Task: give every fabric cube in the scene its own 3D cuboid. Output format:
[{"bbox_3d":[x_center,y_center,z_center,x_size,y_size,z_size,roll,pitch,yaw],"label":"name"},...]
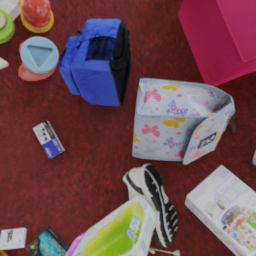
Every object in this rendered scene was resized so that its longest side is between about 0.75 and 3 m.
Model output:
[{"bbox_3d":[3.589,-3.306,8.367,2.998,2.989,2.941,-20,85,-2],"label":"fabric cube"}]

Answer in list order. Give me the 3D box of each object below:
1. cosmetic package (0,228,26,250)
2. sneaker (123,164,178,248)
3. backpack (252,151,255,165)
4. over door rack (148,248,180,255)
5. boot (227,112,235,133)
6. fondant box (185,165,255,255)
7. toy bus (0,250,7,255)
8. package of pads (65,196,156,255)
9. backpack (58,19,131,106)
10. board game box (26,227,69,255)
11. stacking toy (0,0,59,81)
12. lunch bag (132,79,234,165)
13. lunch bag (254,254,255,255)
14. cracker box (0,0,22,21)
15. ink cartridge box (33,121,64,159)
[{"bbox_3d":[-3.726,3.593,9.059,0.765,0.198,0.577,-6,57,-1],"label":"cosmetic package"},{"bbox_3d":[0.733,2.496,9.013,1.120,1.032,2.801,-15,96,40],"label":"sneaker"},{"bbox_3d":[4.335,1.014,8.957,0.643,0.795,0.835,20,64,35],"label":"backpack"},{"bbox_3d":[0.920,4.440,8.968,1.471,0.490,1.087,8,86,0],"label":"over door rack"},{"bbox_3d":[3.145,-0.174,9.462,0.882,0.283,0.822,-5,110,14],"label":"boot"},{"bbox_3d":[3.102,2.469,8.344,1.665,0.672,2.308,-34,57,-21],"label":"fondant box"},{"bbox_3d":[-4.194,4.277,8.921,1.160,0.599,1.095,-9,85,0],"label":"toy bus"},{"bbox_3d":[-0.630,3.386,7.849,2.967,2.292,1.012,-39,91,17],"label":"package of pads"},{"bbox_3d":[-0.914,-2.195,8.623,1.994,1.931,2.376,9,61,7],"label":"backpack"},{"bbox_3d":[-2.496,4.090,9.139,0.947,0.197,1.401,-44,87,-4],"label":"board game box"},{"bbox_3d":[-3.501,-2.960,8.920,2.488,1.161,2.748,-8,86,-20],"label":"stacking toy"},{"bbox_3d":[1.530,-0.088,8.271,2.687,2.279,1.708,4,53,-1],"label":"lunch bag"},{"bbox_3d":[4.425,3.858,8.646,1.685,1.263,1.987,1,96,1],"label":"lunch bag"},{"bbox_3d":[-4.505,-4.139,9.690,1.148,0.494,1.714,43,86,3],"label":"cracker box"},{"bbox_3d":[-2.670,0.397,9.423,0.547,0.257,1.164,-30,86,-2],"label":"ink cartridge box"}]
